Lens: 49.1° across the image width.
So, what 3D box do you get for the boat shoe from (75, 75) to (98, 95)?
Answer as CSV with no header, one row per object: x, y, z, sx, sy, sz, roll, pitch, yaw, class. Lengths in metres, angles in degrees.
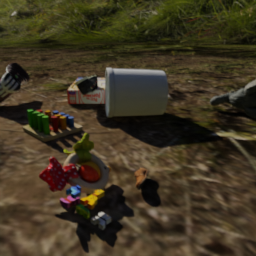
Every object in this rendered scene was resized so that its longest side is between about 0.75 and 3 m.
-1.602,-1.740,11.418,0.737,0.631,2.014,-30,10,11,boat shoe

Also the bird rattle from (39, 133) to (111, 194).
-0.962,0.832,5.734,1.238,0.855,1.518,33,26,-2,bird rattle

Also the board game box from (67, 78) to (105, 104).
-1.534,-1.790,13.039,2.082,0.637,2.749,0,21,1,board game box

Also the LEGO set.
-0.715,1.335,5.144,1.150,0.438,0.472,18,26,36,LEGO set

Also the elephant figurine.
4.668,-1.096,10.496,2.334,1.811,1.652,-19,70,-19,elephant figurine

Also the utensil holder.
0.236,-1.280,10.211,2.065,1.755,1.755,-2,21,-10,utensil holder

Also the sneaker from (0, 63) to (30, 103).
-5.294,-1.834,11.991,1.603,1.050,2.775,-35,21,9,sneaker

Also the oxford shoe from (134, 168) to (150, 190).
0.241,1.074,5.957,0.287,0.287,0.805,27,16,5,oxford shoe

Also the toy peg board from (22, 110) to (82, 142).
-2.433,-0.239,8.927,1.394,0.682,1.388,20,29,41,toy peg board
